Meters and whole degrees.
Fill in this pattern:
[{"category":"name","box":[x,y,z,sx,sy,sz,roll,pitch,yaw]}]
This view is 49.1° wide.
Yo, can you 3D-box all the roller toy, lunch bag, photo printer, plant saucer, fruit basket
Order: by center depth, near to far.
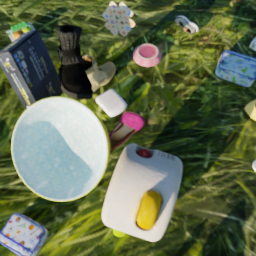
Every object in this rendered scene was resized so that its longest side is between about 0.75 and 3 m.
[{"category":"roller toy","box":[0.499,1.809,8.003,1.897,2.714,2.476,17,57,6]},{"category":"lunch bag","box":[-3.131,3.264,8.390,1.305,0.493,1.045,24,65,14]},{"category":"photo printer","box":[-0.619,-0.945,10.866,0.864,0.361,1.039,-35,67,-19]},{"category":"lunch bag","box":[4.526,-2.505,11.609,1.609,0.664,1.294,23,60,12]},{"category":"plant saucer","box":[0.838,-3.224,12.205,1.253,0.318,1.253,0,59,0]},{"category":"fruit basket","box":[-4.684,-4.105,12.663,1.176,0.595,1.270,-31,80,-16]}]

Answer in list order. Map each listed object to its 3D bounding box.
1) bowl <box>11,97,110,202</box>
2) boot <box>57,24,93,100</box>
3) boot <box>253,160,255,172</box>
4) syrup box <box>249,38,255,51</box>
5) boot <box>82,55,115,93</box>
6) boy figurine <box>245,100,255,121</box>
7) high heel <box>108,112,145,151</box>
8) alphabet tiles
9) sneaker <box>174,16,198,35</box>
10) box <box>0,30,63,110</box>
[{"category":"bowl","box":[-1.440,0.449,6.779,2.338,1.258,2.338,1,94,11]},{"category":"boot","box":[-1.567,-1.947,8.130,0.826,1.641,2.194,-8,39,-29]},{"category":"boot","box":[3.461,1.232,6.220,0.517,0.641,1.420,-38,41,-24]},{"category":"syrup box","box":[5.867,-3.908,12.565,0.377,0.364,0.925,38,67,19]},{"category":"boot","box":[-1.250,-2.302,10.970,0.716,1.528,1.966,39,67,20]},{"category":"boy figurine","box":[5.518,-0.119,10.129,1.666,0.864,2.680,-39,69,-17]},{"category":"high heel","box":[-0.103,0.149,6.528,0.547,1.621,0.779,29,71,-7]},{"category":"alphabet tiles","box":[-0.322,-3.693,9.528,1.059,1.082,0.079,41,40,-11]},{"category":"sneaker","box":[2.639,-4.768,13.017,1.266,0.468,0.502,40,72,20]},{"category":"box","box":[-2.763,-1.567,8.260,0.538,2.107,1.662,-5,36,17]}]
